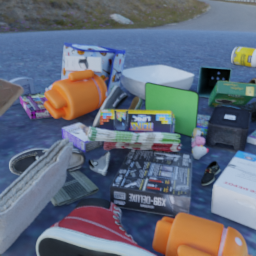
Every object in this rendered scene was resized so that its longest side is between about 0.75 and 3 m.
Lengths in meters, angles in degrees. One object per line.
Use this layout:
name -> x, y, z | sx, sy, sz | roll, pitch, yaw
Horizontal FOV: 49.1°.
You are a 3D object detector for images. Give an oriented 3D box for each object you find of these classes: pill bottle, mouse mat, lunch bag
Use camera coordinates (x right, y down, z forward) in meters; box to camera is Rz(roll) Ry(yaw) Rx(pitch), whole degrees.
pill bottle -> 8.537, -4.959, 19.688 | 2.204, 1.234, 1.234 | 22, 32, 39
mouse mat -> 1.424, -0.628, 9.578 | 2.069, 1.665, 0.078 | 18, 34, 33
lunch bag -> -1.396, -2.420, 12.373 | 2.715, 2.308, 1.681 | -4, 26, -36

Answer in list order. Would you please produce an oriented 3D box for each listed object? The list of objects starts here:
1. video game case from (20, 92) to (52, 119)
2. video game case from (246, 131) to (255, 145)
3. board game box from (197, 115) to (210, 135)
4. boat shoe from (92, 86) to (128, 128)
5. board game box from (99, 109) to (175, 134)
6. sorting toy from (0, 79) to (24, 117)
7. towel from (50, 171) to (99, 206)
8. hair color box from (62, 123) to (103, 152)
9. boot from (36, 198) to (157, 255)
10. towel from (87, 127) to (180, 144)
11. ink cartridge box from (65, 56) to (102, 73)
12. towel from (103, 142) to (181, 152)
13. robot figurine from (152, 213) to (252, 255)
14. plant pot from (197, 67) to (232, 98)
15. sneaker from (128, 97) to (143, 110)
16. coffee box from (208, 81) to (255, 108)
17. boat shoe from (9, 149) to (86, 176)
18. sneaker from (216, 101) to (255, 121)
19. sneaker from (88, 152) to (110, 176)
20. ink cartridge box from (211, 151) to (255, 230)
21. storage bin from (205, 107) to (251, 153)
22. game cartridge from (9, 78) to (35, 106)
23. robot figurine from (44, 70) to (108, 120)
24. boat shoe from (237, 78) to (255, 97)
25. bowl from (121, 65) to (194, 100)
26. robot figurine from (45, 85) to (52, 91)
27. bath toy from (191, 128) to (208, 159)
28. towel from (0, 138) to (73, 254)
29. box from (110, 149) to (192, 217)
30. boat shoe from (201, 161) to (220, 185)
video game case -> -3.336, -1.026, 11.884 | 2.058, 0.407, 2.271 | -10, 26, -29
video game case -> 5.086, 0.393, 9.077 | 1.866, 0.221, 1.698 | 22, 32, 38
board game box -> 2.166, -0.224, 10.386 | 1.799, 0.262, 1.211 | 11, 26, 22
boat shoe -> -0.600, -0.781, 10.740 | 0.723, 0.849, 2.538 | 28, 41, -4
board game box -> 0.398, -0.143, 8.554 | 1.959, 0.672, 2.370 | 3, 0, 12
sorting toy -> -4.824, -0.996, 9.619 | 0.366, 1.856, 2.006 | 47, 6, 15
towel -> -1.436, 1.460, 6.821 | 1.083, 0.194, 1.125 | -13, 25, -33
hair color box -> -1.488, 0.284, 9.071 | 0.723, 0.429, 1.323 | -20, 33, -39
boot -> -0.064, 1.965, 4.933 | 2.452, 0.888, 1.769 | 15, 16, 16
towel -> 0.058, 0.205, 7.421 | 2.270, 0.348, 1.694 | 2, -1, -8
ink cartridge box -> -1.643, -2.382, 10.555 | 1.311, 0.549, 0.951 | 2, 9, -4
towel -> 0.388, 0.526, 8.161 | 2.107, 0.240, 1.518 | 2, -1, 2
robot figurine -> 1.242, 1.988, 4.679 | 1.595, 1.147, 0.930 | 11, 50, 23
plant pot -> 4.321, -2.306, 13.783 | 1.399, 1.400, 1.981 | 10, 18, 21
sneaker -> 0.226, -0.641, 10.512 | 0.359, 1.070, 0.480 | 40, 15, 31
coffee box -> 3.965, -1.214, 10.911 | 1.369, 0.490, 2.227 | 7, -8, 10
boat shoe -> -2.064, 0.900, 7.287 | 1.926, 0.712, 0.581 | -1, -1, -18
sneaker -> 4.423, -0.484, 10.420 | 2.264, 0.829, 0.927 | -4, 25, 16
sneaker -> -0.793, 0.891, 7.620 | 0.541, 0.352, 0.937 | 14, 25, -5
ink cartridge box -> 2.825, 1.347, 6.260 | 1.335, 0.783, 1.823 | 16, 30, 32
storage bin -> 3.310, -0.005, 9.218 | 1.204, 0.835, 1.781 | 11, 26, 22
game cartridge -> -4.929, -1.703, 12.688 | 0.326, 1.062, 1.595 | 13, 27, 23
robot figurine -> -1.827, -1.224, 10.464 | 2.544, 1.830, 1.484 | -27, 23, -38
boat shoe -> 6.181, -1.947, 13.504 | 2.246, 0.823, 0.837 | -8, 25, -16
bowl -> 1.317, -2.152, 13.633 | 2.975, 1.110, 2.970 | -14, 28, -30
robot figurine -> -3.070, -1.508, 11.771 | 0.813, 0.541, 0.958 | 8, 14, -27
bath toy -> 2.160, 0.449, 8.499 | 0.470, 0.553, 1.272 | -18, 22, 19
towel -> -1.793, 1.259, 5.453 | 0.383, 1.474, 2.224 | 27, 39, 8
box -> 0.657, 1.185, 6.747 | 1.691, 0.534, 2.145 | 6, 21, 11
boat shoe -> 2.077, 1.158, 7.171 | 0.332, 0.284, 0.907 | -13, 15, 43
